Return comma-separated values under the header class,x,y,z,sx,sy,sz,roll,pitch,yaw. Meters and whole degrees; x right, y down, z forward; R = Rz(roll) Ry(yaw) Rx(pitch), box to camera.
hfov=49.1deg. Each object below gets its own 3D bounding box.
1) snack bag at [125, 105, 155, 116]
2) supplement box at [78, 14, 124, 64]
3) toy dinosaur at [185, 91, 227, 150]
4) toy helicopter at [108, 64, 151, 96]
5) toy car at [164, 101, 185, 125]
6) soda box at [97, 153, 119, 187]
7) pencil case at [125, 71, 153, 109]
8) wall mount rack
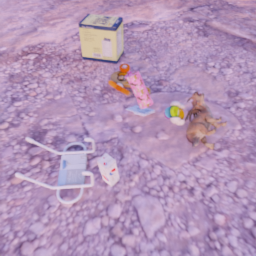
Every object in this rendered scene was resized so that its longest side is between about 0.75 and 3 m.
class,x,y,z,sx,sy,sz,roll,pitch,yaw
snack bag,0.489,-0.721,11.733,1.001,0.107,0.943,18,24,28
supplement box,-1.391,-4.777,15.044,2.044,2.042,1.372,10,43,11
toy dinosaur,2.686,-0.115,10.734,1.651,1.046,2.436,17,61,32
toy helicopter,0.063,-2.004,12.930,2.187,0.863,1.446,33,52,25
toy car,1.753,-0.547,10.766,0.717,0.956,0.837,-3,79,34
soda box,-0.599,1.333,8.725,0.421,1.238,0.394,34,63,27
pencil case,0.418,-1.442,10.553,0.636,1.470,0.609,-3,33,45
wall mount rack,-2.276,1.159,9.282,2.319,0.995,2.669,-3,41,-3
